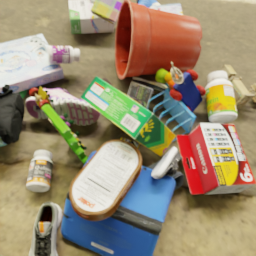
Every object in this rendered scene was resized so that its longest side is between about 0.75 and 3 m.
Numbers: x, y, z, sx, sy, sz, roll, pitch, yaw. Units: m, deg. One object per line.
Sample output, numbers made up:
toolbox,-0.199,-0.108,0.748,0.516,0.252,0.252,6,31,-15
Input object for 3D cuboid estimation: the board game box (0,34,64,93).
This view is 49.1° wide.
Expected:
board game box,-4.403,-2.676,11.646,2.654,0.576,2.641,-21,56,-19

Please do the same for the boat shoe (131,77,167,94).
boat shoe,0.787,-1.609,11.029,1.658,0.621,0.513,21,102,31

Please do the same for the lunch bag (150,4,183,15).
lunch bag,1.505,-4.701,12.735,1.957,1.244,1.660,-4,57,5

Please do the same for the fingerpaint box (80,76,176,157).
fingerpaint box,0.044,-0.365,9.193,2.593,2.163,0.951,37,90,33

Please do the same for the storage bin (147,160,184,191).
storage bin,0.982,1.638,9.122,1.358,0.988,0.912,-27,52,-15

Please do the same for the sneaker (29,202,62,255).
sneaker,-2.463,3.268,8.097,0.851,0.913,2.303,0,60,-2

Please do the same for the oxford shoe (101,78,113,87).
oxford shoe,-0.771,-1.443,11.047,0.627,0.639,1.761,-12,54,-10

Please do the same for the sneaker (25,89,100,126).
sneaker,-2.341,-0.924,10.548,2.757,1.109,1.219,9,40,4

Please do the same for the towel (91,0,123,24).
towel,-0.916,-5.487,12.574,1.176,0.186,1.638,22,65,-10

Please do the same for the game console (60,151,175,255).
game console,-0.306,2.416,8.456,2.820,2.407,1.669,19,22,12

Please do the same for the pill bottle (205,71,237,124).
pill bottle,3.429,-1.154,10.481,1.005,1.005,1.811,-2,72,-1

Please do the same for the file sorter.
file sorter,1.501,-0.437,10.223,0.954,1.079,1.556,-30,63,-17

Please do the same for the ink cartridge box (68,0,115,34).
ink cartridge box,-1.719,-5.230,13.148,2.031,0.853,1.471,-6,58,-9

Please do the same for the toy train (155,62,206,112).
toy train,1.574,-1.727,10.011,1.146,2.707,1.566,-51,47,-4

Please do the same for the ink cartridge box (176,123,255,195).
ink cartridge box,2.785,0.991,9.116,1.895,0.905,2.158,0,61,-20

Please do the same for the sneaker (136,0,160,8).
sneaker,0.558,-5.891,13.684,1.968,0.755,1.095,-30,69,-21

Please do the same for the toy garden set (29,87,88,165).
toy garden set,-2.066,-0.067,9.078,0.521,2.611,2.177,-39,64,-13

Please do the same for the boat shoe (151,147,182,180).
boat shoe,1.258,1.166,8.519,0.586,0.618,1.768,46,27,4

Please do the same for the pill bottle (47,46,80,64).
pill bottle,-2.584,-2.928,11.233,1.226,0.688,0.688,-4,58,-19

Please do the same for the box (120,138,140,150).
box,-0.259,1.418,9.343,0.732,0.672,2.090,17,60,9

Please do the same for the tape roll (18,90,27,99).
tape roll,-4.721,-1.503,11.335,1.150,0.276,1.150,0,59,0

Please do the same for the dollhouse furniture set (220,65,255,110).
dollhouse furniture set,4.467,-1.592,11.268,1.428,0.898,1.614,-2,55,-30

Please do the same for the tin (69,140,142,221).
tin,-0.604,1.380,7.890,1.415,0.529,2.528,25,58,20

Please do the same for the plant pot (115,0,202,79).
plant pot,1.149,-3.336,11.037,2.852,2.933,2.933,0,58,-14

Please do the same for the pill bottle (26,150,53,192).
pill bottle,-2.908,1.426,9.307,0.738,0.738,1.268,-1,58,0

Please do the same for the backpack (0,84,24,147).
backpack,-5.108,-0.242,9.779,2.608,1.651,2.176,-3,51,-1

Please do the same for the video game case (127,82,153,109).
video game case,0.400,-1.185,10.801,0.891,0.980,0.114,22,25,10
